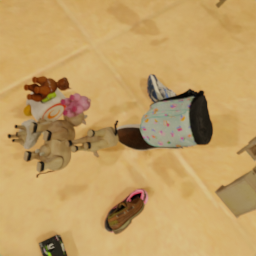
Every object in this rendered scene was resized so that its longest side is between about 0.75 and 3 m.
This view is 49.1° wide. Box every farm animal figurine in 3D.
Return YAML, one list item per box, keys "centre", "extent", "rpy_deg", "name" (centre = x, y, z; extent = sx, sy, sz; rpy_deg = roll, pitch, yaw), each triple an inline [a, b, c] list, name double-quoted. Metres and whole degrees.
- centre: [-1.521, 0.097, 7.046]
  extent: [2.728, 1.422, 2.698]
  rpy_deg: [45, 116, 26]
  name: "farm animal figurine"

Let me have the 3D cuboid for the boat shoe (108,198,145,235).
- centre: [-0.015, 1.650, 5.640]
  extent: [0.404, 1.124, 0.382]
  rpy_deg: [-30, 91, 29]
  name: "boat shoe"

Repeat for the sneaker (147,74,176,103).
- centre: [1.299, -1.153, 10.221]
  extent: [0.805, 0.728, 1.889]
  rpy_deg: [-19, 75, -19]
  name: "sneaker"

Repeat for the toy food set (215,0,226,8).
- centre: [2.133, -4.922, 8.353]
  extent: [0.432, 1.743, 2.741]
  rpy_deg: [-41, 95, 10]
  name: "toy food set"

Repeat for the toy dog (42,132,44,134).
- centre: [-2.546, 0.347, 9.567]
  extent: [1.027, 0.739, 1.059]
  rpy_deg: [-35, 69, 14]
  name: "toy dog"

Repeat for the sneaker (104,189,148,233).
- centre: [-0.082, 2.462, 8.542]
  extent: [0.676, 0.816, 1.710]
  rpy_deg: [43, 75, 14]
  name: "sneaker"

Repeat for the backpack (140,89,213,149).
- centre: [1.028, -0.132, 6.323]
  extent: [1.515, 1.264, 0.959]
  rpy_deg: [-1, 28, 31]
  name: "backpack"

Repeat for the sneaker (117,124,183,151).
- centre: [0.630, 0.203, 7.886]
  extent: [1.954, 0.711, 0.827]
  rpy_deg: [6, 22, 5]
  name: "sneaker"

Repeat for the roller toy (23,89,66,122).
- centre: [-2.820, -0.833, 9.701]
  extent: [1.366, 1.247, 0.955]
  rpy_deg: [-47, 72, 19]
  name: "roller toy"

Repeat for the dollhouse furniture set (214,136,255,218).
- centre: [2.752, 1.045, 5.869]
  extent: [1.553, 1.032, 1.361]
  rpy_deg: [-31, 74, -30]
  name: "dollhouse furniture set"

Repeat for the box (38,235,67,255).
- centre: [-2.171, 3.641, 8.204]
  extent: [0.593, 0.496, 0.798]
  rpy_deg: [-23, 68, -10]
  name: "box"
